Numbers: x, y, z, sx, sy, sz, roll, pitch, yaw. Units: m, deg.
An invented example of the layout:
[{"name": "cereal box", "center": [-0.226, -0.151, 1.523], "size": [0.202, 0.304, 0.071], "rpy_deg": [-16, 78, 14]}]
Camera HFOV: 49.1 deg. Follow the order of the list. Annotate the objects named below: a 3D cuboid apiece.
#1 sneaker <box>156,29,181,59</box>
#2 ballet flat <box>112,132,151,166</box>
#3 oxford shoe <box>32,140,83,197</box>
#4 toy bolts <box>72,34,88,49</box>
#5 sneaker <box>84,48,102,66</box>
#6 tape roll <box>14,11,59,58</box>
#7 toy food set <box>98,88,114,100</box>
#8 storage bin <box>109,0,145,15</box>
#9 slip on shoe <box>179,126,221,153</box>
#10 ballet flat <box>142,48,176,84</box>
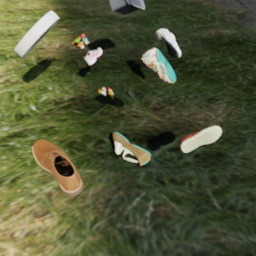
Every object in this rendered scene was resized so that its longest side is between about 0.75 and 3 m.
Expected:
[{"name": "sneaker", "center": [1.749, -3.533, 11.535], "size": [0.642, 0.637, 1.772], "rpy_deg": [-21, 55, -9]}, {"name": "ballet flat", "center": [-0.047, 0.841, 10.650], "size": [1.920, 0.651, 0.695], "rpy_deg": [32, 70, 26]}, {"name": "oxford shoe", "center": [-2.567, 1.115, 9.967], "size": [1.032, 1.031, 2.892], "rpy_deg": [-32, 50, -29]}, {"name": "toy bolts", "center": [-2.944, -5.294, 17.481], "size": [0.943, 0.654, 0.901], "rpy_deg": [-49, 20, -29]}, {"name": "sneaker", "center": [-1.595, -3.343, 12.782], "size": [0.447, 0.485, 1.100], "rpy_deg": [-21, 32, 49]}, {"name": "tape roll", "center": [-3.432, -3.485, 10.502], "size": [2.109, 0.385, 2.109], "rpy_deg": [-38, 23, 20]}, {"name": "toy food set", "center": [-1.017, -1.676, 13.586], "size": [0.885, 0.398, 0.423], "rpy_deg": [13, 55, 40]}, {"name": "storage bin", "center": [-0.130, -5.635, 12.346], "size": [1.035, 1.122, 1.541], "rpy_deg": [-15, 4, 29]}, {"name": "slip on shoe", "center": [2.207, 0.298, 8.640], "size": [1.403, 0.520, 0.429], "rpy_deg": [-25, 26, -1]}, {"name": "ballet flat", "center": [0.846, -1.680, 7.731], "size": [0.506, 1.584, 0.599], "rpy_deg": [-8, 67, 26]}]
